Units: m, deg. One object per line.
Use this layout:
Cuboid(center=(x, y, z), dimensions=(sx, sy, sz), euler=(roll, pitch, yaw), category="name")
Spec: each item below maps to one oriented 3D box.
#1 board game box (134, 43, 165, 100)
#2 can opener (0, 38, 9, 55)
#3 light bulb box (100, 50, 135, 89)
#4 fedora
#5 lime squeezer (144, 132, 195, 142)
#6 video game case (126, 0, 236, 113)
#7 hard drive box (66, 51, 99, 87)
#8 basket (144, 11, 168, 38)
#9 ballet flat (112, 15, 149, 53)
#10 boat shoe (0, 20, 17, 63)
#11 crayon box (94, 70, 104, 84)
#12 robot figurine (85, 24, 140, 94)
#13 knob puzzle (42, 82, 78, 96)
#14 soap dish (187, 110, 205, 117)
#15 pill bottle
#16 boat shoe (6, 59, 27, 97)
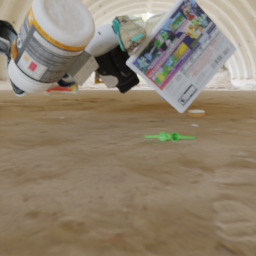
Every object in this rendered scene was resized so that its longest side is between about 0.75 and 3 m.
Cuboid(center=(1.802, -2.704, 13.506), dimensions=(0.621, 2.851, 2.865), euler=(-37, -14, 30), category="board game box")
Cuboid(center=(-3.949, -2.449, 7.284), dimensions=(1.733, 0.456, 0.576), euler=(21, -21, -17), category="can opener")
Cuboid(center=(-0.708, -3.532, 14.371), dimensions=(2.212, 2.192, 1.380), euler=(-43, 20, -11), category="light bulb box")
Cuboid(center=(-2.688, -3.011, 11.996), dimensions=(2.630, 2.630, 1.201), euler=(11, -14, 47), category="fedora")
Cuboid(center=(1.438, 0.345, 9.685), dimensions=(1.788, 0.337, 0.631), euler=(0, -21, 8), category="lime squeezer")
Cuboid(center=(1.677, -2.209, 8.605), dimensions=(2.446, 2.685, 0.308), euler=(39, 5, -21), category="video game case")
Cuboid(center=(-1.520, -1.976, 9.421), dimensions=(0.373, 0.971, 0.757), euler=(38, -6, 19), category="hard drive box")
Cuboid(center=(1.319, -3.716, 11.326), dimensions=(1.097, 1.618, 0.998), euler=(1, 33, 39), category="basket")
Cuboid(center=(0.125, -3.010, 8.640), dimensions=(1.032, 0.929, 2.740), euler=(-22, 29, 5), category="ballet flat")
Cuboid(center=(-4.088, -2.869, 10.015), dimensions=(0.821, 2.198, 0.729), euler=(-21, 0, -5), category="boat shoe")
Cuboid(center=(-0.922, -3.028, 12.701), dimensions=(1.290, 2.052, 0.529), euler=(6, 8, 36), category="crayon box")
Cuboid(center=(-0.525, -2.660, 10.794), dimensions=(1.987, 2.645, 1.650), euler=(0, 44, 41), category="robot figurine")
Cuboid(center=(-3.762, -2.887, 13.637), dimensions=(3.002, 3.002, 0.416), euler=(-2, -11, -9), category="knob puzzle")
Cuboid(center=(3.794, -0.789, 15.557), dimensions=(0.786, 0.319, 0.618), euler=(-3, 11, -18), category="soap dish")
Cuboid(center=(-2.342, -2.301, 8.071), dimensions=(1.714, 1.714, 2.946), euler=(-10, -17, -43), category="pill bottle")
Cuboid(center=(-4.686, -2.601, 11.773), dimensions=(0.977, 2.584, 0.779), euler=(-14, -18, 5), category="boat shoe")
